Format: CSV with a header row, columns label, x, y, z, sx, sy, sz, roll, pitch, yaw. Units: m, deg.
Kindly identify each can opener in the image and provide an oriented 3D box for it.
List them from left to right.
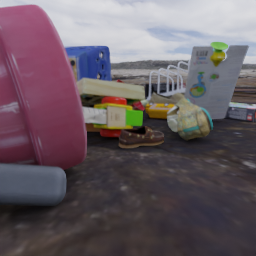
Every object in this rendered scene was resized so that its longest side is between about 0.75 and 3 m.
label,x,y,z,sx,sy,sz,roll,pitch,yaw
can opener,-1.876,0.745,2.732,2.445,0.818,0.652,6,-18,-15

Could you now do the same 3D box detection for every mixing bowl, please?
label,x,y,z,sx,sy,sz,roll,pitch,yaw
mixing bowl,-0.162,-0.881,9.306,0.705,1.301,1.301,-39,-2,18

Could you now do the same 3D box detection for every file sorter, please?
label,x,y,z,sx,sy,sz,roll,pitch,yaw
file sorter,2.184,-1.819,11.759,1.621,1.455,2.336,11,-11,-37

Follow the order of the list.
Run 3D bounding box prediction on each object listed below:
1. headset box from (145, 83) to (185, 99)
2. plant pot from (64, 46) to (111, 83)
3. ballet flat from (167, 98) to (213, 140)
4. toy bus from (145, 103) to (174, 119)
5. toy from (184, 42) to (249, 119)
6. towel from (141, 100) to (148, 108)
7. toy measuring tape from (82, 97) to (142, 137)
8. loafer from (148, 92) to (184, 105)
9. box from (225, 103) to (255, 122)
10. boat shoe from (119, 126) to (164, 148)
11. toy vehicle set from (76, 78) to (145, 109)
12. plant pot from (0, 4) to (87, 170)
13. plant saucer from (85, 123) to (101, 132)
label,x,y,z,sx,sy,sz,roll,pitch,yaw
headset box,2.600,-2.512,18.925,2.043,1.060,2.745,5,13,25
plant pot,-2.572,-2.265,12.872,2.895,2.895,2.603,4,16,18
ballet flat,1.449,-0.251,7.319,0.946,0.946,2.677,0,10,3
toy bus,1.123,-0.587,9.834,1.197,0.390,0.469,6,38,38
toy,2.480,-1.408,8.630,1.553,2.697,0.637,-2,47,-3
towel,0.795,-1.230,13.907,1.374,0.338,1.851,2,10,15
toy measuring tape,-0.704,-0.259,6.287,1.039,1.039,2.823,8,4,38
loafer,1.929,-0.857,10.288,2.645,0.892,1.005,4,11,19
box,3.896,-0.649,10.421,1.391,0.439,2.528,-7,13,-35
boat shoe,0.332,0.166,6.034,1.150,0.404,0.405,-7,22,-35
toy vehicle set,-0.993,-0.776,7.895,1.706,0.364,2.745,2,-7,-31
plant pot,-1.990,-0.276,3.818,2.144,2.396,2.396,-20,18,-22
plant saucer,-0.891,-0.202,8.330,1.737,0.325,1.737,-1,11,0
